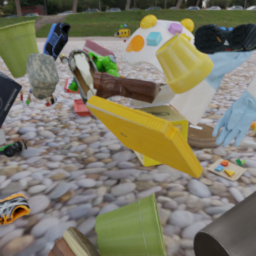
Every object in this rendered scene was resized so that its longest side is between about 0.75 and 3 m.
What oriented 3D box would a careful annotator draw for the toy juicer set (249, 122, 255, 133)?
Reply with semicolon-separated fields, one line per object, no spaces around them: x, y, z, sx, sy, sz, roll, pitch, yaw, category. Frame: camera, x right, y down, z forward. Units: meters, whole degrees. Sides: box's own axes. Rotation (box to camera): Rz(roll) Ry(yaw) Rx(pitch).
6.321;-0.026;12.354;1.919;0.522;1.221;-6;7;-1;toy juicer set

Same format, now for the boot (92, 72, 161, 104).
-0.036;-0.861;7.674;1.774;0.570;1.653;9;-21;1;boot

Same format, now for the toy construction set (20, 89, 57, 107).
-2.395;-1.032;7.525;0.991;0.762;0.827;-20;67;-27;toy construction set

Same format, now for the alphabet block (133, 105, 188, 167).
1.036;0.223;10.215;1.656;1.647;1.686;-10;26;-14;alphabet block

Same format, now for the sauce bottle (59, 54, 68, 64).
-2.082;-2.213;9.082;0.267;0.267;0.809;-7;26;-16;sauce bottle

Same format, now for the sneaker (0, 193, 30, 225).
-3.207;2.190;7.013;0.607;0.616;1.573;30;38;33;sneaker

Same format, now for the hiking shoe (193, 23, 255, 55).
1.253;-1.068;3.492;0.441;0.379;1.018;1;16;-33;hiking shoe

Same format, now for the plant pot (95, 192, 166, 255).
0.034;2.253;6.152;1.368;1.440;1.440;-11;23;5;plant pot

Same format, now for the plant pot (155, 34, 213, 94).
1.105;-1.391;5.906;1.017;0.956;1.017;-37;20;16;plant pot

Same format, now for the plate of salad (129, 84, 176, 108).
1.211;-1.303;10.354;2.478;0.595;2.478;-15;-9;-3;plate of salad

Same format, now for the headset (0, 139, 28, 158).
-4.259;0.695;10.423;1.296;0.609;0.800;-1;21;26;headset

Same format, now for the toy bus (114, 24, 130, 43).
-0.256;-4.059;12.055;0.651;0.690;0.356;47;25;7;toy bus

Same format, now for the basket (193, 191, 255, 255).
2.780;2.261;5.399;2.633;1.791;2.374;-16;55;-20;basket

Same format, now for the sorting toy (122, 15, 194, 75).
1.666;-2.384;9.189;2.948;1.575;2.654;-4;42;-20;sorting toy

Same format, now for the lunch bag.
-2.161;-1.254;6.912;0.655;0.789;0.940;-1;58;-38;lunch bag

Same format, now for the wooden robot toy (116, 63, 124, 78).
-0.640;-2.129;11.369;2.962;1.344;1.305;13;6;18;wooden robot toy

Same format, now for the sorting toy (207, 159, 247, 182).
3.457;1.293;9.541;1.029;0.205;1.392;20;31;38;sorting toy

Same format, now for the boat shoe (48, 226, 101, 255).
-0.630;2.980;4.964;0.903;0.962;2.673;-43;46;-11;boat shoe

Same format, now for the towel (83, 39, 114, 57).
-1.610;-2.954;13.099;1.443;2.003;0.228;31;35;2;towel

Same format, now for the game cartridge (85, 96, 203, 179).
0.414;0.212;6.824;2.515;2.217;0.408;20;71;39;game cartridge

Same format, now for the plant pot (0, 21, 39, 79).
-3.046;-2.127;7.825;1.394;1.324;1.394;-14;20;5;plant pot

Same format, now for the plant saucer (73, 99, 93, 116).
-1.828;-1.112;14.911;2.075;0.381;2.072;-4;24;-12;plant saucer

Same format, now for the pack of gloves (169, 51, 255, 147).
2.678;-0.968;7.490;2.271;2.703;0.533;39;-1;-14;pack of gloves

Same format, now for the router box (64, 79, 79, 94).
-2.387;-1.858;12.506;0.861;0.234;0.959;1;36;-6;router box

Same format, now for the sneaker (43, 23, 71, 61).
-2.304;-2.760;9.133;0.600;1.539;0.540;3;-15;28;sneaker

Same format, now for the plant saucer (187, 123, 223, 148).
2.919;0.240;11.750;2.103;0.310;2.103;2;23;-1;plant saucer

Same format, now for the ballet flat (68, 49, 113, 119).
-1.225;-1.394;9.137;0.962;2.675;0.962;-28;-2;-1;ballet flat

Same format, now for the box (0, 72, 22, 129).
-4.479;-0.956;7.594;1.265;1.753;2.362;32;5;31;box

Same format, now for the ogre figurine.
-1.151;-1.933;10.115;1.123;1.372;2.288;8;0;-38;ogre figurine

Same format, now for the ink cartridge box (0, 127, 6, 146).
-6.005;0.365;11.007;1.788;0.740;1.303;10;25;22;ink cartridge box
